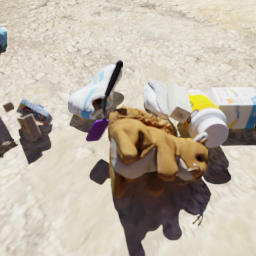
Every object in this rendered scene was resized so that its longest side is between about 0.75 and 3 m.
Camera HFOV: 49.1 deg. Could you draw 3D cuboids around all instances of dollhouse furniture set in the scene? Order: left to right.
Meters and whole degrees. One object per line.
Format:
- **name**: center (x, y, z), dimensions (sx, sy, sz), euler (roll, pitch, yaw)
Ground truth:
- **dollhouse furniture set**: center (-3.685, 0.116, 7.534), dimensions (2.170, 1.125, 0.961), euler (-29, 19, -28)

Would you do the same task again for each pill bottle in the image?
- **pill bottle**: center (2.094, -0.279, 8.015), dimensions (1.056, 1.056, 1.932), euler (-6, 31, -6)

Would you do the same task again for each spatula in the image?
- **spatula**: center (-0.563, -0.635, 7.153), dimensions (0.234, 2.276, 0.643), euler (28, 17, 31)

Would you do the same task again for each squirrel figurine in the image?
- **squirrel figurine**: center (0.735, 0.393, 6.990), dimensions (2.358, 1.788, 2.526), euler (-1, 42, -13)

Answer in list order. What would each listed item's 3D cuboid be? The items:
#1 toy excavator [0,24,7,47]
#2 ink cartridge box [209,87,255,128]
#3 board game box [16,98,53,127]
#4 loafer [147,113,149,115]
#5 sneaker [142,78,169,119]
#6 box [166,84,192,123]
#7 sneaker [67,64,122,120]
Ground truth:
- **toy excavator**: center (-6.124, -4.411, 13.218), dimensions (1.712, 0.880, 1.761), euler (24, 34, 22)
- **ink cartridge box**: center (3.227, -0.630, 8.700), dimensions (1.302, 0.942, 0.959), euler (0, 42, -1)
- **board game box**: center (-2.733, -0.472, 8.393), dimensions (1.065, 1.066, 0.329), euler (30, 67, -20)
- **loafer**: center (0.063, -0.259, 8.669), dimensions (1.352, 0.514, 0.456), euler (0, 38, -13)
- **sneaker**: center (0.918, -0.791, 8.863), dimensions (0.734, 0.773, 1.921), euler (21, 31, -23)
- **box**: center (1.389, -0.695, 7.773), dimensions (0.502, 0.418, 1.222), euler (24, 35, -12)
- **sneaker**: center (-0.854, -1.181, 9.371), dimensions (0.998, 0.945, 2.471), euler (25, 57, 24)
